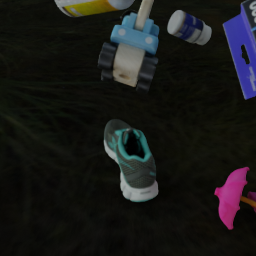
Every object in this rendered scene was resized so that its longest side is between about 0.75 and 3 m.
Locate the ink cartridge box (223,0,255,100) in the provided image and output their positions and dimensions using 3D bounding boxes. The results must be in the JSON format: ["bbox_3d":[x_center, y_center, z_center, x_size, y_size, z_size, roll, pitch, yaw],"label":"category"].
[{"bbox_3d":[3.907,-2.387,7.194,2.627,0.570,2.602,-22,67,34],"label":"ink cartridge box"}]

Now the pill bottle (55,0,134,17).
[{"bbox_3d":[-0.837,-4.327,8.466,2.868,1.566,1.566,8,35,35],"label":"pill bottle"}]

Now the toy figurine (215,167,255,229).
[{"bbox_3d":[2.923,1.704,5.221,2.684,2.015,2.470,6,21,-30],"label":"toy figurine"}]

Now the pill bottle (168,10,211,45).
[{"bbox_3d":[2.157,-3.444,9.753,1.402,0.811,0.811,14,30,-25],"label":"pill bottle"}]

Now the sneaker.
[{"bbox_3d":[0.067,0.421,7.058,1.094,1.287,2.821,-12,37,-16],"label":"sneaker"}]

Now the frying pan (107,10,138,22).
[{"bbox_3d":[-0.110,-4.523,11.802,1.368,0.828,0.223,-13,54,23],"label":"frying pan"}]

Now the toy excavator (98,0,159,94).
[{"bbox_3d":[0.308,-2.717,7.379,1.453,2.828,2.909,16,81,0],"label":"toy excavator"}]
